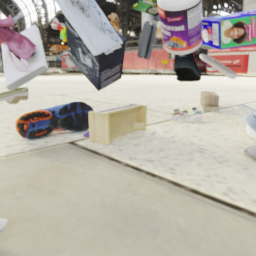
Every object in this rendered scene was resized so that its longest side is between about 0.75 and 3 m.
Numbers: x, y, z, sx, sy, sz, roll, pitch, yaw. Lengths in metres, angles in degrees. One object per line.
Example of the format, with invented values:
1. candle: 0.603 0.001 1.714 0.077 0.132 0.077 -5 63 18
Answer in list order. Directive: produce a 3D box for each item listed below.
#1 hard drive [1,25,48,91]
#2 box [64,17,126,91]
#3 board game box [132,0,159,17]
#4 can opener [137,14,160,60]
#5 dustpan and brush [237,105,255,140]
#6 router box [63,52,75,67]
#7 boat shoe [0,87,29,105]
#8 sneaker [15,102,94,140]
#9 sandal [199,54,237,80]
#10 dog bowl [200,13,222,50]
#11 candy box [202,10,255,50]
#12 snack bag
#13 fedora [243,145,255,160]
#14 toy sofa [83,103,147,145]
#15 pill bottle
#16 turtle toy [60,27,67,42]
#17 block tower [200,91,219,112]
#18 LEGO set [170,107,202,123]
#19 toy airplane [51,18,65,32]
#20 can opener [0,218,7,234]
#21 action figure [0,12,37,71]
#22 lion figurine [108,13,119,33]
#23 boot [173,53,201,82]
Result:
1. hard drive: -3.124 -2.123 8.345 1.297 0.262 1.966 -27 55 8
2. box: -1.198 -2.802 10.071 1.195 2.036 2.002 -34 69 -23
3. board game box: 0.719 -3.732 8.575 0.602 0.135 1.149 -21 -9 41
4. can opener: 0.814 -3.511 9.956 0.559 2.122 0.705 5 19 -30
5. dustpan and brush: 4.599 -0.251 9.616 2.047 0.839 2.933 -2 11 -11
6. router box: -2.356 -3.054 12.313 0.785 0.705 0.192 -10 51 3
7. boat shoe: -3.046 -0.801 7.435 0.404 0.370 1.081 7 22 27
8. sneaker: -2.488 -0.343 9.667 2.940 1.108 1.153 -8 11 -37
9. sandal: 2.713 -1.870 8.778 0.632 0.382 1.554 2 35 -33
10. dog bowl: 3.757 -4.332 12.699 1.716 1.716 0.503 2 -15 7
11. candy box: 3.116 -2.665 7.449 2.024 0.780 1.712 -10 22 1
12. snack bag: -1.088 -2.824 7.019 0.257 2.265 2.402 -30 14 24
13. fedora: 4.309 0.211 6.740 2.526 1.290 2.857 -3 14 -14
14. toy sofa: -0.411 -0.223 9.298 1.130 0.959 2.315 10 17 34
15. pill bottle: 1.292 -2.889 6.960 1.059 1.900 1.059 -8 49 10
16. turtle toy: -2.419 -3.652 11.062 0.382 0.550 0.755 14 12 28
17. block tower: 4.313 -1.467 14.925 0.758 0.811 2.805 2 15 10
18. LEGO set: 2.533 -0.492 12.098 1.282 0.421 1.717 4 25 14
19. toy airplane: -2.910 -4.622 12.816 1.178 0.831 1.173 35 -2 9
20. can opener: -2.559 1.266 3.937 1.856 0.617 0.489 -1 14 15
21. action figure: -3.300 -2.455 7.385 1.138 1.265 1.699 1 -24 32
22. lion figurine: -0.573 -4.513 12.641 0.458 1.265 0.775 -19 25 -7
23. boot: 2.550 -3.367 11.956 1.108 2.438 2.902 2 -4 20
